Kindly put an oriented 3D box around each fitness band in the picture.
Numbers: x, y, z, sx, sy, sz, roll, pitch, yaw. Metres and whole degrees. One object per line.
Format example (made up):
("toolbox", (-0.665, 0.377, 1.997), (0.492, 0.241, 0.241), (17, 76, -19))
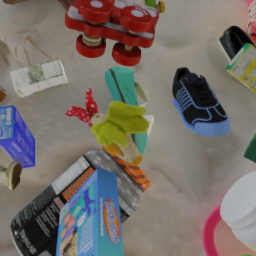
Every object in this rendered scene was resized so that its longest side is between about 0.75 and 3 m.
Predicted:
("fitness band", (3.146, 3.138, 6.818), (2.056, 0.536, 2.863), (-37, 69, -7))

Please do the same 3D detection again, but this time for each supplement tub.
("supplement tub", (2.514, 1.633, 4.629), (1.662, 1.205, 1.205), (39, 79, -1))
("supplement tub", (-1.017, 1.820, 6.616), (2.998, 1.837, 1.837), (-41, 80, -9))

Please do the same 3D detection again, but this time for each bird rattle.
("bird rattle", (-0.400, 0.103, 5.166), (0.973, 1.727, 1.408), (-46, 123, -24))

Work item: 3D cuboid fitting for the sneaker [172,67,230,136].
("sneaker", (1.018, -0.445, 4.201), (0.554, 1.581, 0.616), (-12, 118, -7))

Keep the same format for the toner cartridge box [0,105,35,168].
("toner cartridge box", (-2.059, 0.217, 5.232), (0.297, 1.374, 0.653), (-9, 63, -6))

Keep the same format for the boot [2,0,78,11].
("boot", (-2.113, -3.793, 8.531), (2.477, 0.854, 2.658), (-41, 84, -7))

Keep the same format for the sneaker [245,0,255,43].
("sneaker", (3.966, -3.227, 8.294), (1.068, 0.908, 2.463), (-23, 78, -4))

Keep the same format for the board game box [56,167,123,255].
("board game box", (-0.656, 1.766, 4.375), (0.418, 1.413, 1.858), (26, 33, -25))

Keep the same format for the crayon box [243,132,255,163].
("crayon box", (3.218, -0.650, 5.173), (0.733, 2.841, 1.786), (30, 59, 21))

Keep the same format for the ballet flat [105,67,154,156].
("ballet flat", (0.180, -0.442, 7.658), (0.983, 0.940, 2.793), (-13, 78, -17))

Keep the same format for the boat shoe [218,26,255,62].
("boat shoe", (3.451, -2.003, 8.113), (0.842, 0.702, 2.256), (-29, 80, -8))

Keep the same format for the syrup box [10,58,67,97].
("syrup box", (-2.545, -1.433, 8.027), (1.429, 0.582, 0.563), (-19, 77, -4))

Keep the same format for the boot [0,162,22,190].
("boot", (-2.421, 0.796, 5.350), (0.700, 0.905, 0.326), (31, 50, 0))

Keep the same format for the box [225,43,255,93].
("box", (2.541, -1.100, 5.554), (1.073, 0.259, 0.629), (32, 109, -17))

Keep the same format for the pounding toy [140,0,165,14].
("pounding toy", (0.531, -2.567, 5.752), (0.490, 1.055, 0.814), (-11, 54, 0))

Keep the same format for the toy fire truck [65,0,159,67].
("toy fire truck", (-0.209, -1.598, 4.167), (1.322, 0.741, 1.110), (12, 49, -5))

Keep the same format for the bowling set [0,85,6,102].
("bowling set", (-4.292, -0.589, 7.355), (2.795, 1.500, 1.945), (28, 78, 6))

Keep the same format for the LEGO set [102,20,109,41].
("LEGO set", (-0.651, -2.451, 5.649), (0.574, 2.026, 1.316), (8, 102, 6))
